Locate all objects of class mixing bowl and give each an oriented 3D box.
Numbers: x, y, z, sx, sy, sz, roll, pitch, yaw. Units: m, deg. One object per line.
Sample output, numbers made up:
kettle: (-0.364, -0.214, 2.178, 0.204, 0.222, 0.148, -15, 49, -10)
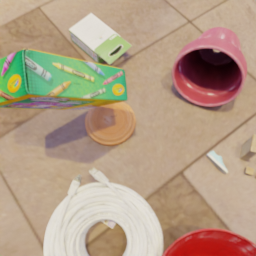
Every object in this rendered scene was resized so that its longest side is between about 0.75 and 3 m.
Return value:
mixing bowl: (1.892, 3.959, 6.509, 2.985, 1.617, 2.985, 0, 67, -1)

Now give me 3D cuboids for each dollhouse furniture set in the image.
dollhouse furniture set: (4.381, 1.053, 8.211, 1.911, 0.846, 0.991, 18, 67, 7)

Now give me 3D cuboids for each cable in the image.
cable: (-0.633, 2.931, 7.169, 2.997, 1.038, 2.997, 31, 76, 8)

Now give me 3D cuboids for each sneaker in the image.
sneaker: (2.782, 1.021, 8.523, 0.331, 0.299, 0.808, -38, 72, -10)

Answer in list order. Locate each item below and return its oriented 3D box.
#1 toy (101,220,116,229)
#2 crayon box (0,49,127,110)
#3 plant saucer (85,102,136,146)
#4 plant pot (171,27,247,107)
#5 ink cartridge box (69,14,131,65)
toy: (-0.703, 2.346, 7.978, 0.979, 0.231, 0.564, 30, 68, 12)
crayon box: (-1.540, -0.927, 6.313, 1.700, 2.863, 0.834, -7, 88, 36)
plant saucer: (-0.580, -0.223, 9.092, 1.657, 0.267, 1.657, 0, 66, -1)
plant pot: (2.725, -2.142, 9.036, 2.219, 2.219, 1.986, 22, 52, 9)
ink cartridge box: (-0.998, -3.068, 10.130, 2.159, 0.640, 1.121, 42, 73, 16)
